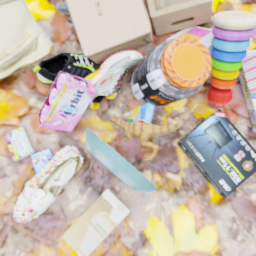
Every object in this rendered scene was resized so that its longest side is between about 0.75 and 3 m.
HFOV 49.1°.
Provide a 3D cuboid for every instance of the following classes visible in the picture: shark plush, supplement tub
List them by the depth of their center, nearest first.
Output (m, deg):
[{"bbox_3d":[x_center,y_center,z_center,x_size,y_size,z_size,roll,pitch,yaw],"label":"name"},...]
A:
[{"bbox_3d":[1.233,-1.622,8.637,1.741,2.841,1.741,1,86,-13],"label":"supplement tub"},{"bbox_3d":[-1.748,-4.482,10.342,1.711,0.712,0.777,-8,80,-1],"label":"shark plush"}]

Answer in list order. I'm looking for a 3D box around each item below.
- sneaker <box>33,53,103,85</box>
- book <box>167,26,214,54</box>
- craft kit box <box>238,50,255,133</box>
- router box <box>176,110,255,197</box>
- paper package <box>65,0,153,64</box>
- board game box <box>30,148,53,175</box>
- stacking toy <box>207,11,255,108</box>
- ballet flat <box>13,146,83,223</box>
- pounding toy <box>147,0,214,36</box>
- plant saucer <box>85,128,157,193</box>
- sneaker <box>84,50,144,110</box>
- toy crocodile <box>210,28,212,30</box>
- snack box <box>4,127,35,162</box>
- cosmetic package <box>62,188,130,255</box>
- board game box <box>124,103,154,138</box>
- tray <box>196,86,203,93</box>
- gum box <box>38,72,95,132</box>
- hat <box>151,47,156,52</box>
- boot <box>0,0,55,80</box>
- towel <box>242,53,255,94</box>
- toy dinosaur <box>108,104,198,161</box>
[{"bbox_3d":[-1.882,-2.089,9.556,2.604,1.078,0.934,-20,82,-20],"label":"sneaker"},{"bbox_3d":[2.352,-3.017,9.683,1.212,0.436,1.814,-37,38,-8],"label":"book"},{"bbox_3d":[5.535,-1.497,9.899,2.894,0.702,2.858,-12,83,-2],"label":"craft kit box"},{"bbox_3d":[3.063,0.827,9.368,1.767,0.733,2.358,-39,83,-7],"label":"router box"},{"bbox_3d":[-0.597,-3.577,8.879,2.272,1.233,2.384,-19,88,9],"label":"paper package"},{"bbox_3d":[-2.881,1.259,9.652,0.701,0.170,0.927,-20,81,-3],"label":"board game box"},{"bbox_3d":[3.128,-2.004,8.836,1.276,1.276,2.989,-2,124,0],"label":"stacking toy"},{"bbox_3d":[-2.470,1.781,8.867,1.096,0.926,2.897,48,68,-35],"label":"ballet flat"},{"bbox_3d":[2.059,-4.522,9.975,2.600,1.848,2.394,-12,78,12],"label":"pounding toy"},{"bbox_3d":[-0.346,1.084,8.351,2.786,2.786,0.501,40,82,6],"label":"plant saucer"},{"bbox_3d":[-0.504,-1.595,9.407,2.715,1.057,1.116,-36,80,25],"label":"sneaker"},{"bbox_3d":[2.997,-3.463,10.420,0.921,0.284,0.311,-26,80,-9],"label":"toy crocodile"},{"bbox_3d":[-3.767,0.557,9.694,0.713,0.266,1.003,-27,77,-6],"label":"snack box"},{"bbox_3d":[-1.001,3.051,9.063,1.084,0.733,2.061,42,83,7],"label":"cosmetic package"},{"bbox_3d":[0.345,-0.220,9.304,0.258,1.282,0.981,21,73,-22],"label":"board game box"},{"bbox_3d":[2.136,-1.773,10.103,0.595,0.223,1.206,-31,85,-6],"label":"tray"},{"bbox_3d":[-1.975,-0.814,8.988,1.110,1.955,0.647,13,39,-35],"label":"gum box"},{"bbox_3d":[1.285,-2.477,10.336,0.751,0.799,0.907,-7,48,10],"label":"hat"},{"bbox_3d":[-4.067,-2.696,8.379,2.979,1.084,2.315,-28,118,-2],"label":"boot"},{"bbox_3d":[4.285,-1.841,9.207,0.188,0.920,1.257,-7,81,-37],"label":"towel"},{"bbox_3d":[0.602,0.136,8.047,2.753,0.832,1.462,2,121,24],"label":"toy dinosaur"}]
